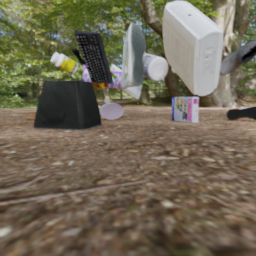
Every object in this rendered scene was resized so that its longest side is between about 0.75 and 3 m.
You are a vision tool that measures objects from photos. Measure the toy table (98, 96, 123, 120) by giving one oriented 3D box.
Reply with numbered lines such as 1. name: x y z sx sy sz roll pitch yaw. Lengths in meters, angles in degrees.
1. toy table: -1.199 -1.110 17.052 1.599 1.469 0.936 14 12 -40

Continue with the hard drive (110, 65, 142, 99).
1. hard drive: -0.178 -2.559 15.503 2.062 0.275 1.360 32 37 -15

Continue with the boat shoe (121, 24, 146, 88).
1. boat shoe: 0.131 -2.984 11.597 0.863 2.690 0.991 -6 -9 41

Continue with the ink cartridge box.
1. ink cartridge box: 2.986 -1.018 15.393 0.468 1.331 2.230 -3 7 -24

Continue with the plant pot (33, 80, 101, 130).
1. plant pot: -2.501 -1.003 11.862 2.194 1.946 2.189 1 6 15

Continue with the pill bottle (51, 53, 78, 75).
1. pill bottle: -2.609 -2.639 11.462 1.000 0.562 0.562 26 -11 -34

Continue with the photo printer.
1. photo printer: 1.853 -2.548 8.670 0.903 2.164 2.601 -18 46 -7

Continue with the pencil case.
1. pencil case: -1.112 -2.504 13.699 2.367 1.012 0.993 5 41 -8

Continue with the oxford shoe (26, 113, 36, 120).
1. oxford shoe: -5.559 -0.719 16.863 0.493 0.493 1.383 5 9 33

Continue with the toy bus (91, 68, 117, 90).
1. toy bus: -1.146 -2.277 12.507 1.126 0.617 1.193 -35 38 17

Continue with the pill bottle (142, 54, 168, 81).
1. pill bottle: 1.015 -3.241 14.674 1.193 1.193 2.096 -3 22 -30

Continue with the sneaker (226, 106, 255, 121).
1. sneaker: 7.034 -0.819 15.714 2.614 0.873 1.401 1 7 41

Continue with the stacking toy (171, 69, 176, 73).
1. stacking toy: 2.270 -2.968 12.671 1.106 1.106 1.513 2 39 24

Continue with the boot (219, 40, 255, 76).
1. boot: 4.779 -2.977 12.058 0.722 2.069 1.362 42 25 -6

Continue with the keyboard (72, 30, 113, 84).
1. keyboard: -1.513 -2.725 11.100 1.450 2.414 0.310 11 54 20
